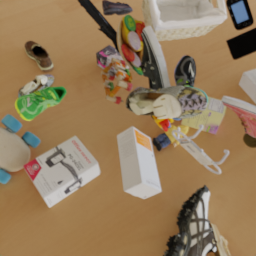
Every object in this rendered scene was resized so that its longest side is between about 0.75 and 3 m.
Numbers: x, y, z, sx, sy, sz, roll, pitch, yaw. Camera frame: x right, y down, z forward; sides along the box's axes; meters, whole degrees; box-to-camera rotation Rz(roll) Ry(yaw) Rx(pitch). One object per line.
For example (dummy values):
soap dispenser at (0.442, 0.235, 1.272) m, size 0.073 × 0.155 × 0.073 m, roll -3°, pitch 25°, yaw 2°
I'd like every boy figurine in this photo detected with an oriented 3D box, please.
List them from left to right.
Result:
boy figurine at (1.708, 0.283, 11.120) m, size 1.573 × 0.507 × 0.978 m, roll -29°, pitch 66°, yaw -22°

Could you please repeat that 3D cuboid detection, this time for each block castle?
block castle at (-0.323, -1.486, 8.803) m, size 0.621 × 0.884 × 1.323 m, roll 15°, pitch 44°, yaw -34°

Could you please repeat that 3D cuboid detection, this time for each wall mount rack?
wall mount rack at (1.560, 0.403, 6.330) m, size 1.426 × 1.239 × 0.532 m, roll 44°, pitch 75°, yaw -8°

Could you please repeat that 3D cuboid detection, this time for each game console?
game console at (4.406, -3.949, 10.871) m, size 1.453 × 2.463 × 0.297 m, roll -21°, pitch 30°, yaw 23°

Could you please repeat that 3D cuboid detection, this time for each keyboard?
keyboard at (-0.910, -3.762, 10.366) m, size 0.304 × 2.948 × 1.873 m, roll -34°, pitch 56°, yaw 15°

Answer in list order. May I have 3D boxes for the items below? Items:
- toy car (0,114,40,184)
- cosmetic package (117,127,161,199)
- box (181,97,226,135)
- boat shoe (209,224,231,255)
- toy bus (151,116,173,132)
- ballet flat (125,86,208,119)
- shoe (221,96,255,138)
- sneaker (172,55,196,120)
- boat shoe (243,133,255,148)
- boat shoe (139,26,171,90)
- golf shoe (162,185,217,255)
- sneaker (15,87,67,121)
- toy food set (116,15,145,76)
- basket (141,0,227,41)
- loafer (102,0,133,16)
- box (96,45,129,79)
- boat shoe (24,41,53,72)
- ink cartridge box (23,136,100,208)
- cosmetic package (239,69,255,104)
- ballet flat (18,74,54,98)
toy car at (-4.820, 0.615, 10.448) m, size 2.165 × 1.915 × 1.995 m, roll 16°, pitch 63°, yaw 46°
cosmetic package at (0.255, 0.885, 7.223) m, size 0.590 × 0.840 × 1.656 m, roll -31°, pitch 48°, yaw 27°
box at (3.020, -0.579, 11.272) m, size 1.489 × 1.310 × 0.720 m, roll 18°, pitch 55°, yaw 13°
boat shoe at (2.852, 3.629, 8.667) m, size 0.460 × 0.490 × 1.330 m, roll -1°, pitch 55°, yaw -14°
toy bus at (1.140, -0.417, 9.753) m, size 0.739 × 1.089 × 1.045 m, roll -26°, pitch 60°, yaw 15°
ballet flat at (0.888, -0.631, 7.965) m, size 1.019 × 1.019 × 2.834 m, roll -41°, pitch 29°, yaw -26°
shoe at (3.392, -0.254, 7.971) m, size 1.741 × 0.792 × 0.622 m, roll 24°, pitch 20°, yaw 10°
sneaker at (1.902, -1.329, 9.207) m, size 0.780 × 0.912 × 2.201 m, roll 15°, pitch 81°, yaw -13°
boat shoe at (4.689, -0.072, 8.975) m, size 0.666 × 2.115 × 0.772 m, roll -10°, pitch 59°, yaw -49°
boat shoe at (0.856, -1.984, 9.657) m, size 0.817 × 2.886 × 0.990 m, roll -20°, pitch 34°, yaw 2°
golf shoe at (2.171, 3.186, 8.755) m, size 1.339 × 1.102 × 2.834 m, roll 31°, pitch 60°, yaw 2°
sneaker at (-2.918, -0.986, 9.499) m, size 0.846 × 0.955 × 2.284 m, roll 56°, pitch 31°, yaw -10°
toy food set at (0.376, -3.132, 10.722) m, size 0.561 × 2.308 × 2.285 m, roll -9°, pitch 3°, yaw 38°
basket at (1.907, -4.274, 10.215) m, size 2.634 × 1.625 × 1.785 m, roll -10°, pitch 85°, yaw -9°
loafer at (-0.423, -5.024, 11.609) m, size 0.638 × 0.559 × 1.774 m, roll -11°, pitch 13°, yaw 39°
box at (-0.747, -3.222, 13.579) m, size 1.423 × 0.816 × 0.940 m, roll 37°, pitch 61°, yaw 25°
boat shoe at (-4.486, -3.826, 13.987) m, size 0.893 × 0.895 × 2.418 m, roll -33°, pitch 60°, yaw -22°
ink cartridge box at (-2.308, 1.488, 9.964) m, size 2.160 × 0.901 × 1.569 m, roll -32°, pitch 59°, yaw -22°
cosmetic package at (6.021, -1.970, 12.628) m, size 1.337 × 0.822 × 1.333 m, roll -17°, pitch 55°, yaw -12°
ballet flat at (-4.149, -1.947, 12.700) m, size 0.720 × 0.720 × 2.003 m, roll 31°, pitch 58°, yaw 21°
